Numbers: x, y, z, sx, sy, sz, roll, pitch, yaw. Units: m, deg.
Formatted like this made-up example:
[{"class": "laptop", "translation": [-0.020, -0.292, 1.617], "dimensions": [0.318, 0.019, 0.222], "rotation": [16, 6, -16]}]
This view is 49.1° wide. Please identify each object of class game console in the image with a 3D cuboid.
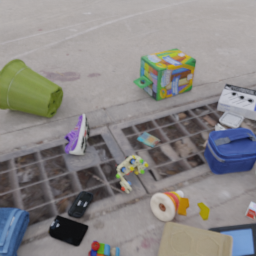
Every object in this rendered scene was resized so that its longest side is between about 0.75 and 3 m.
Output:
[{"class": "game console", "translation": [-1.593, 2.713, 8.702], "dimensions": [1.066, 0.218, 1.807], "rotation": [14, 42, 15]}, {"class": "game console", "translation": [3.017, 3.352, 7.300], "dimensions": [1.607, 1.371, 0.951], "rotation": [-4, -3, -6]}]

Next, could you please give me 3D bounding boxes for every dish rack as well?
[{"class": "dish rack", "translation": [4.562, -0.315, 12.397], "dimensions": [0.844, 0.214, 0.984], "rotation": [24, 45, 28]}]

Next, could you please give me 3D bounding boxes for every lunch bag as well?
[{"class": "lunch bag", "translation": [3.845, 0.776, 10.149], "dimensions": [1.901, 1.258, 1.291], "rotation": [-7, 46, -8]}]

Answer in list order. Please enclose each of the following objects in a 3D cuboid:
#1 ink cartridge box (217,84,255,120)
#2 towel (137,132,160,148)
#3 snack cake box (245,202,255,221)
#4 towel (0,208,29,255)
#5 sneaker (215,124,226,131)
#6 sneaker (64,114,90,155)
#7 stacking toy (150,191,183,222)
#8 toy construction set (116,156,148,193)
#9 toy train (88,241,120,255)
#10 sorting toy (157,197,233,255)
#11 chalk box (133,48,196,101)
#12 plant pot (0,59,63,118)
[{"class": "ink cartridge box", "translation": [5.661, -1.087, 12.801], "dimensions": [2.791, 0.617, 1.312], "rotation": [18, 57, 20]}, {"class": "towel", "translation": [0.838, 0.491, 11.512], "dimensions": [0.806, 0.087, 0.591], "rotation": [27, 47, 29]}, {"class": "snack cake box", "translation": [4.061, 2.662, 8.545], "dimensions": [0.804, 0.462, 0.270], "rotation": [24, 49, 25]}, {"class": "towel", "translation": [-4.431, 2.969, 7.834], "dimensions": [2.969, 0.721, 1.658], "rotation": [-3, 36, 2]}, {"class": "sneaker", "translation": [4.038, 0.152, 11.715], "dimensions": [0.544, 0.334, 0.836], "rotation": [2, 34, -18]}, {"class": "sneaker", "translation": [-2.089, 0.201, 11.313], "dimensions": [0.885, 0.855, 2.120], "rotation": [-2, 39, 6]}, {"class": "stacking toy", "translation": [1.376, 2.334, 8.890], "dimensions": [0.886, 0.886, 1.213], "rotation": [32, 30, 33]}, {"class": "toy construction set", "translation": [0.078, 1.515, 9.702], "dimensions": [0.662, 0.942, 1.436], "rotation": [6, 41, 36]}, {"class": "toy train", "translation": [-0.654, 3.706, 7.266], "dimensions": [0.814, 0.596, 1.407], "rotation": [11, 39, -9]}, {"class": "sorting toy", "translation": [1.776, 3.156, 7.445], "dimensions": [1.856, 0.334, 2.491], "rotation": [4, 55, 25]}, {"class": "chalk box", "translation": [1.665, -2.646, 14.026], "dimensions": [2.834, 1.756, 1.769], "rotation": [-19, 42, -22]}, {"class": "plant pot", "translation": [-4.256, -1.522, 12.559], "dimensions": [2.300, 2.422, 2.422], "rotation": [22, 43, 6]}]
